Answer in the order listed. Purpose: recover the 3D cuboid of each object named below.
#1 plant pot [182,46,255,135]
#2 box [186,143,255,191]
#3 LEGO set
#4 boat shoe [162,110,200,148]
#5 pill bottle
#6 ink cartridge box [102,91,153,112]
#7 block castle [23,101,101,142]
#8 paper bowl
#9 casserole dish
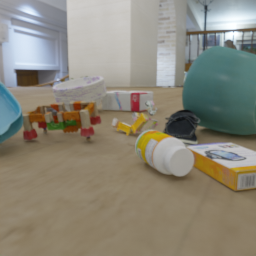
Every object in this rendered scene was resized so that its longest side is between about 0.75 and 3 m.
[{"bbox_3d":[3.439,-1.036,8.639,2.744,2.744,2.202,-7,22,-34],"label":"plant pot"},{"bbox_3d":[1.975,0.661,5.468,1.140,0.397,1.915,-3,9,-15],"label":"box"},{"bbox_3d":[0.278,-0.119,8.887,0.682,0.843,1.834,11,-28,-41],"label":"LEGO set"},{"bbox_3d":[1.457,-0.006,7.764,1.000,0.835,2.682,5,13,15],"label":"boat shoe"},{"bbox_3d":[0.697,0.489,5.458,0.702,0.702,1.265,-4,12,-22],"label":"pill bottle"},{"bbox_3d":[-0.031,-1.452,14.919,2.312,0.990,1.706,7,13,27],"label":"ink cartridge box"},{"bbox_3d":[-1.907,-0.137,8.225,2.052,0.963,1.371,-4,19,8],"label":"block castle"},{"bbox_3d":[-2.381,-1.676,14.176,2.622,1.364,2.622,-10,21,4],"label":"paper bowl"},{"bbox_3d":[-3.688,-0.319,7.265,1.665,0.533,2.748,-35,47,-19],"label":"casserole dish"}]
